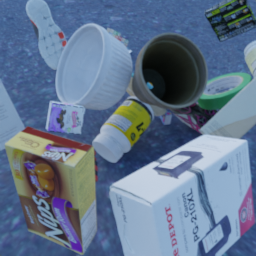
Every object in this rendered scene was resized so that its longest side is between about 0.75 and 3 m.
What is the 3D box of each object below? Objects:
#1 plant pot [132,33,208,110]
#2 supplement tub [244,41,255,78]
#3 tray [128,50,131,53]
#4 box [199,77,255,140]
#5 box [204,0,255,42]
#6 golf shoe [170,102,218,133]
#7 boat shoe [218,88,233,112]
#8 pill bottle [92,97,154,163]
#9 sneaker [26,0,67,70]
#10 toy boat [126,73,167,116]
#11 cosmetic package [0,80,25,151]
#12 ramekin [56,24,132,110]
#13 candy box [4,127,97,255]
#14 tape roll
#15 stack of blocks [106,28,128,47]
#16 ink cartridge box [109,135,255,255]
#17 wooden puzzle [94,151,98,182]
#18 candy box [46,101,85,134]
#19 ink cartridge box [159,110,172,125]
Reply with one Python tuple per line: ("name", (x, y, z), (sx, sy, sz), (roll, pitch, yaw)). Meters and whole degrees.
("plant pot", (0.934, -1.389, 8.012), (2.014, 1.748, 2.014), (3, 82, -20))
("supplement tub", (4.153, -2.073, 8.683), (0.846, 0.846, 1.167), (-4, 55, -5))
("tray", (-0.212, -4.151, 15.601), (0.588, 0.121, 1.095), (13, 33, 10))
("box", (2.781, -0.364, 6.898), (2.040, 0.969, 0.793), (-44, 79, 8))
("box", (3.444, -3.669, 9.405), (1.320, 1.275, 0.314), (-16, 40, 38))
("golf shoe", (2.696, -0.432, 10.833), (2.709, 1.247, 0.983), (39, 82, 10))
("boat shoe", (3.342, -0.832, 9.635), (0.576, 0.607, 1.737), (0, 38, 22))
("pill bottle", (-0.171, 0.057, 9.946), (1.284, 1.284, 2.247), (26, 61, 26))
("sneaker", (-2.711, -3.116, 9.607), (0.935, 2.426, 0.993), (-18, 1, -14))
("toy boat", (0.750, -1.423, 11.132), (2.079, 2.474, 1.150), (43, 93, -4))
("cosmetic package", (-3.768, -0.443, 6.991), (1.532, 1.857, 1.531), (-32, 40, -24))
("ramekin", (-1.016, -1.739, 8.615), (1.319, 2.514, 2.514), (15, 26, -42))
("candy box", (-1.314, 1.201, 5.136), (1.340, 2.296, 0.648), (15, 35, 17))
("tape roll", (3.200, -1.247, 9.386), (1.832, 0.440, 1.832), (-21, 22, 9))
("stack of blocks", (-0.400, -2.922, 9.302), (0.804, 0.463, 0.235), (24, 1, -2))
("ink cartridge box", (1.138, 1.465, 5.204), (2.604, 1.885, 1.098), (-23, 19, -34))
("wooden puzzle", (-0.907, 0.801, 6.370), (0.079, 0.665, 1.121), (-23, 47, 19))
("candy box", (-1.686, -0.266, 7.561), (0.914, 0.767, 0.327), (7, 9, -26))
("ink cartridge box", (1.482, -0.554, 11.365), (0.293, 0.523, 0.766), (-5, 41, -12))
